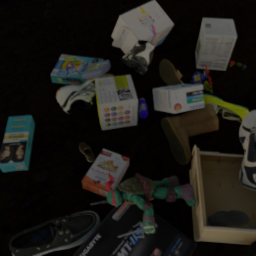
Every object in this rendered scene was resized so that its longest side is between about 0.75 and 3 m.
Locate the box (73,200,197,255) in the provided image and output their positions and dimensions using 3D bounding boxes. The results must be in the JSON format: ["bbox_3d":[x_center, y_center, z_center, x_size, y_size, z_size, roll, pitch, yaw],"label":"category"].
[{"bbox_3d":[0.163,3.497,7.728,2.496,0.625,2.515,33,57,23],"label":"box"}]

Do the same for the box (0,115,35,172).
[{"bbox_3d":[-4.024,0.530,10.207,0.889,0.531,2.160,-5,51,-4],"label":"box"}]

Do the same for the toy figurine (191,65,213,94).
[{"bbox_3d":[3.198,-2.061,12.464,0.810,0.713,1.352,-17,61,33],"label":"toy figurine"}]

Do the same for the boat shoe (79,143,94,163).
[{"bbox_3d":[-1.489,0.813,10.095,0.343,0.344,0.930,-29,56,-22],"label":"boat shoe"}]

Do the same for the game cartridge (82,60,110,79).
[{"bbox_3d":[-1.275,-2.476,11.783,0.992,0.301,1.488,-6,29,13],"label":"game cartridge"}]

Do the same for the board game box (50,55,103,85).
[{"bbox_3d":[-2.283,-2.626,12.840,2.055,0.482,1.552,7,51,6],"label":"board game box"}]

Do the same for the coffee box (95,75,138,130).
[{"bbox_3d":[-0.477,-0.981,10.840,1.445,1.459,1.461,-8,51,-7],"label":"coffee box"}]

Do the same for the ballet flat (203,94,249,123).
[{"bbox_3d":[3.758,-0.753,11.206,2.034,0.680,0.682,23,73,17],"label":"ballet flat"}]

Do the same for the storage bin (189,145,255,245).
[{"bbox_3d":[3.464,1.955,8.485,2.904,1.361,2.884,3,52,3],"label":"storage bin"}]

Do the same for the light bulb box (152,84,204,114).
[{"bbox_3d":[1.863,-1.125,10.516,1.399,0.881,1.411,-12,12,-20],"label":"light bulb box"}]

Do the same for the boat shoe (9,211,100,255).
[{"bbox_3d":[-2.057,3.032,8.010,2.590,0.733,0.889,-19,53,-15],"label":"boat shoe"}]

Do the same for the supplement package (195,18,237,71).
[{"bbox_3d":[3.988,-3.848,12.953,1.391,1.846,1.401,5,51,4],"label":"supplement package"}]

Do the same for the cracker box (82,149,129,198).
[{"bbox_3d":[-0.717,1.488,9.317,1.014,0.436,1.513,18,47,16],"label":"cracker box"}]

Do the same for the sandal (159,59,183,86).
[{"bbox_3d":[2.109,-2.142,12.466,0.677,0.755,2.058,4,49,-46],"label":"sandal"}]

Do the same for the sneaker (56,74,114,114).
[{"bbox_3d":[-1.589,-1.342,11.633,2.609,0.987,1.144,-24,68,-12],"label":"sneaker"}]

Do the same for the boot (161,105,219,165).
[{"bbox_3d":[2.512,0.185,10.335,2.195,0.726,1.922,-14,76,-26],"label":"boot"}]

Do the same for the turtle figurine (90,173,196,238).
[{"bbox_3d":[0.390,2.047,8.106,2.779,1.399,2.080,-8,26,-17],"label":"turtle figurine"}]

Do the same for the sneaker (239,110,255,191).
[{"bbox_3d":[4.156,0.320,8.560,1.145,1.867,2.869,19,61,11],"label":"sneaker"}]

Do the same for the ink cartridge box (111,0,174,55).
[{"bbox_3d":[0.543,-4.589,13.427,2.543,1.635,1.592,-35,85,-24],"label":"ink cartridge box"}]

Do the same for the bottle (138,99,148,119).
[{"bbox_3d":[0.597,-0.815,11.387,0.314,0.402,0.962,12,44,-13],"label":"bottle"}]

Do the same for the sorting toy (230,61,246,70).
[{"bbox_3d":[5.161,-2.921,13.289,0.789,0.274,0.272,27,78,23],"label":"sorting toy"}]

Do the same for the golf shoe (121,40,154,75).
[{"bbox_3d":[0.524,-3.088,12.084,1.099,1.336,2.828,30,9,-19],"label":"golf shoe"}]

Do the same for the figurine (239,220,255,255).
[{"bbox_3d":[3.823,2.744,7.380,0.746,1.690,1.732,32,50,21],"label":"figurine"}]

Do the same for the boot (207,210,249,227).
[{"bbox_3d":[2.809,2.524,7.809,1.049,1.273,0.418,-8,71,21],"label":"boot"}]
